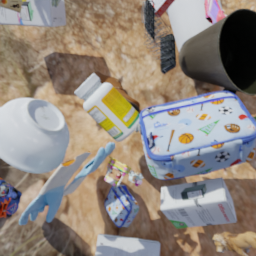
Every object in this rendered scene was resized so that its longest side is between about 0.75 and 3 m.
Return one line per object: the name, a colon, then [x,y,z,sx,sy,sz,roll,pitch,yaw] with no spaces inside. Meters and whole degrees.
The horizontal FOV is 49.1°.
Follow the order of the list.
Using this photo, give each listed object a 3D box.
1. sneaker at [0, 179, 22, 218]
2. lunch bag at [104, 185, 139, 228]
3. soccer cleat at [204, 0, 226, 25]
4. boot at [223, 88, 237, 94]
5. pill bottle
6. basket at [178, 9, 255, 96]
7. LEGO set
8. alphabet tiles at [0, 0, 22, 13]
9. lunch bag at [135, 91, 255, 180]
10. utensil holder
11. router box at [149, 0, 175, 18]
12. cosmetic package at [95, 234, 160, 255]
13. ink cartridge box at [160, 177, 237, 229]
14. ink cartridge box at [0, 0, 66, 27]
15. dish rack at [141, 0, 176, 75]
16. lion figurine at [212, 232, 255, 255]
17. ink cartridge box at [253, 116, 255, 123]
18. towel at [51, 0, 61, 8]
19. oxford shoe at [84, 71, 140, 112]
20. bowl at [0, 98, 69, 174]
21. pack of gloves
sneaker: [-3.397,1.955,7.314,1.030,2.627,0.990,22,93,-11]
lunch bag: [-0.214,2.179,8.015,1.151,0.435,0.922,45,115,46]
soccer cleat: [2.693,-3.833,9.084,0.613,0.535,1.603,-24,60,17]
boot: [3.992,-1.529,10.663,0.580,1.285,1.569,26,74,9]
pill bottle: [-0.610,-0.610,8.245,1.944,1.096,1.096,45,76,-13]
basket: [2.712,-2.133,8.287,1.746,2.567,2.314,-39,111,-7]
LEGO set: [-0.328,1.182,7.383,0.747,1.624,0.604,33,81,-27]
alphabet tiles: [-3.530,-4.465,8.057,1.758,0.079,2.104,8,81,-35]
lunch bag: [1.640,0.074,7.272,2.867,1.083,2.297,-11,41,4]
utensil holder: [2.790,-4.053,11.072,2.120,2.120,2.495,-10,73,-3]
router box: [1.023,-4.250,8.502,0.309,1.136,1.266,-1,71,-32]
cosmetic package: [-0.139,4.908,8.854,2.039,0.699,2.704,8,72,1]
ink cartridge box: [1.934,2.119,7.726,1.740,1.270,0.731,-15,42,23]
ink cartridge box: [-3.466,-4.102,9.876,2.157,1.562,0.906,4,113,4]
dish rack: [0.787,-2.512,7.674,0.491,1.800,1.381,-17,55,30]
lion figurine: [2.662,2.611,6.397,0.850,1.389,0.503,42,43,-2]
ink cartridge box: [3.646,0.059,8.578,0.843,0.623,0.319,-28,57,9]
towel: [-1.848,-3.755,7.647,0.194,0.690,0.806,28,79,-16]
oxford shoe: [-0.471,-1.475,10.894,2.486,0.887,0.886,34,69,11]
bowl: [-2.349,-0.021,7.256,1.008,2.243,2.243,-43,73,28]
pack of gloves: [-1.370,1.514,7.076,0.544,2.316,2.757,49,121,12]
